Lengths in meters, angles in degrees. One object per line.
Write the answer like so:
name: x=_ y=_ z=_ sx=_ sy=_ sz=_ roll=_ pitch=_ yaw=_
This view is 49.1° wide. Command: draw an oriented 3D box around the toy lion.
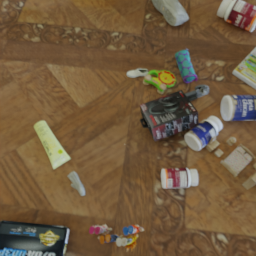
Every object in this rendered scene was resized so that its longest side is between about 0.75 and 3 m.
toy lion: x=1.443 y=-2.147 z=12.335 sx=1.230 sy=0.422 sz=1.179 roll=32 pitch=59 yaw=7

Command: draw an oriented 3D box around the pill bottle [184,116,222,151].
pill bottle: x=2.969 y=0.191 z=10.971 sx=1.421 sy=0.822 sz=0.822 roll=-36 pitch=69 yaw=-18

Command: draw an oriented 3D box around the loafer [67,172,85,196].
loafer: x=-1.911 y=2.091 z=10.303 sx=0.368 sy=0.369 sz=1.056 roll=-33 pitch=55 yaw=-3

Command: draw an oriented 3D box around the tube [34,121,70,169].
tube: x=-3.037 y=0.611 z=10.982 sx=0.506 sy=0.565 sz=1.947 roll=-11 pitch=63 yaw=-53

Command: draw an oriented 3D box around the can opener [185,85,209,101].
can opener: x=2.772 y=-1.463 z=12.101 sx=1.543 sy=0.411 sz=0.516 roll=-20 pitch=35 yaw=-9

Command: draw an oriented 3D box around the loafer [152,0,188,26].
loafer: x=2.022 y=-6.245 z=14.112 sx=0.983 sy=0.985 sz=2.816 roll=-19 pitch=68 yaw=-21

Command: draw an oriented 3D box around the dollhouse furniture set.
dollhouse furniture set: x=4.131 y=1.048 z=10.488 sx=1.122 sy=0.958 sz=2.164 roll=-37 pitch=69 yaw=-16

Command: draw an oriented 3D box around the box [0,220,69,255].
box: x=-3.253 y=4.112 z=9.219 sx=2.309 sy=0.531 sz=1.835 roll=5 pitch=64 yaw=3

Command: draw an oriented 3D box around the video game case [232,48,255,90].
video game case: x=6.361 y=-2.469 z=12.589 sx=2.482 sy=0.284 sz=2.259 roll=41 pitch=70 yaw=17

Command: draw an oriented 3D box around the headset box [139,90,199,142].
headset box: x=1.486 y=-0.472 z=10.985 sx=2.052 sy=0.793 sz=1.527 roll=-19 pitch=44 yaw=-3

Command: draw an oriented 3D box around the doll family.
doll family: x=-0.364 y=3.569 z=9.080 sx=1.824 sy=1.132 sz=0.822 roll=-5 pitch=72 yaw=18

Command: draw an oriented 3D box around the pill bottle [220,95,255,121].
pill bottle: x=4.817 y=-0.809 z=11.340 sx=1.859 sy=1.033 sz=1.033 roll=-2 pitch=64 yaw=-2

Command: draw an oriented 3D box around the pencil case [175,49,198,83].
pencil case: x=2.588 y=-2.760 z=12.517 sx=0.694 sy=0.639 sz=1.502 roll=3 pitch=62 yaw=-27

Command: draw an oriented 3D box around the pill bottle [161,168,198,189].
pill bottle: x=1.867 y=1.833 z=10.236 sx=1.256 sy=0.717 sz=0.717 roll=-2 pitch=64 yaw=-1

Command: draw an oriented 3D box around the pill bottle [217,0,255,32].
pill bottle: x=5.414 y=-5.556 z=13.632 sx=1.911 sy=1.091 sz=1.091 roll=30 pitch=68 yaw=14

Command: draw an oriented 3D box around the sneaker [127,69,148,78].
sneaker: x=0.418 y=-2.503 z=12.558 sx=0.980 sy=0.347 sz=0.358 roll=-8 pitch=64 yaw=-4
